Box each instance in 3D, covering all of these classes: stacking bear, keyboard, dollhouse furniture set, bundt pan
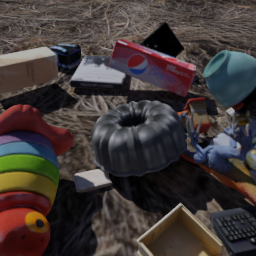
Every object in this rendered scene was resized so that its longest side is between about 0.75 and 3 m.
[{"bbox_3d":[-2.100,1.249,5.571,1.612,1.722,2.835,-29,47,20],"label":"stacking bear"},{"bbox_3d":[2.758,2.030,5.125,2.369,0.244,1.506,-1,39,-24],"label":"keyboard"},{"bbox_3d":[2.528,-0.377,8.018,1.631,0.663,0.878,-5,69,-2],"label":"dollhouse furniture set"},{"bbox_3d":[0.195,0.076,7.268,2.594,0.973,2.594,-11,30,6],"label":"bundt pan"}]

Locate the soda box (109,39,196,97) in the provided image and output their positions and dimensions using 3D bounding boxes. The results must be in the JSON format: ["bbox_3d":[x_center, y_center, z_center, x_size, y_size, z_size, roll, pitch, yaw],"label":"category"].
[{"bbox_3d":[0.890,-2.199,10.151,2.983,1.044,0.946,21,26,5],"label":"soda box"}]

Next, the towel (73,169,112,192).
[{"bbox_3d":[-0.879,1.258,6.819,0.852,0.147,0.564,-11,38,-16],"label":"towel"}]

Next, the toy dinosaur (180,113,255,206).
[{"bbox_3d":[1.800,0.711,6.229,1.546,2.671,2.944,18,64,-17],"label":"toy dinosaur"}]

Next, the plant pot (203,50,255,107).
[{"bbox_3d":[2.747,-1.481,7.721,1.021,1.524,1.524,33,35,-12],"label":"plant pot"}]

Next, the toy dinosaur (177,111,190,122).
[{"bbox_3d":[1.687,-0.399,8.601,0.816,0.741,0.428,37,3,-8],"label":"toy dinosaur"}]

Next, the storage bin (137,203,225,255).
[{"bbox_3d":[0.933,2.193,5.014,1.133,0.531,1.125,-30,53,-28],"label":"storage bin"}]

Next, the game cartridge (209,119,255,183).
[{"bbox_3d":[3.725,0.777,7.181,1.958,0.601,2.942,-32,46,-31],"label":"game cartridge"}]

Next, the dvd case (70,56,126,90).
[{"bbox_3d":[-1.075,-2.340,11.583,2.027,0.334,2.697,4,35,3],"label":"dvd case"}]

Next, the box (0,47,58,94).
[{"bbox_3d":[-3.778,-2.124,10.160,2.266,1.076,0.881,-24,46,-30],"label":"box"}]

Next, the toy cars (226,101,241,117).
[{"bbox_3d":[3.292,-0.649,8.711,0.407,0.909,0.201,7,-9,19],"label":"toy cars"}]

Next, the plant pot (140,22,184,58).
[{"bbox_3d":[1.238,-3.434,12.052,1.404,1.407,1.249,-44,20,-11],"label":"plant pot"}]

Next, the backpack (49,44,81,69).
[{"bbox_3d":[-2.852,-3.252,12.502,1.238,0.833,1.130,17,39,21],"label":"backpack"}]

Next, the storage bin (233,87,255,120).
[{"bbox_3d":[4.642,-1.008,8.548,2.361,1.596,1.107,23,46,30],"label":"storage bin"}]
